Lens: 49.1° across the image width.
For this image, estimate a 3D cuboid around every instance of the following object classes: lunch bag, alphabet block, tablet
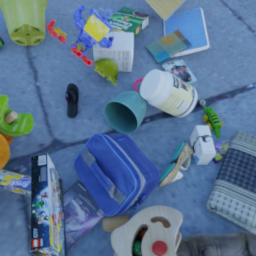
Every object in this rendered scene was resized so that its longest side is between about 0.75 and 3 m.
[{"bbox_3d":[-0.319,1.179,7.021,1.371,1.408,2.072,3,38,-53],"label":"lunch bag"},{"bbox_3d":[1.429,-5.521,11.319,1.542,1.514,1.506,39,21,-20],"label":"alphabet block"},{"bbox_3d":[2.284,-3.878,11.340,1.670,0.175,2.567,-9,53,17],"label":"tablet"}]

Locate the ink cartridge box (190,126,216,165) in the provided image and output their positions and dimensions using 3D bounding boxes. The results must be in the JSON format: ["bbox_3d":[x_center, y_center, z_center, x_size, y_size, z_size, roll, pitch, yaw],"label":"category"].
[{"bbox_3d":[2.154,0.507,8.179,0.401,0.694,0.957,2,54,-7],"label":"ink cartridge box"}]

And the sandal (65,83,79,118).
[{"bbox_3d":[-1.867,-0.942,9.214,0.465,0.296,1.238,-14,70,22],"label":"sandal"}]

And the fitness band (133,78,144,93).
[{"bbox_3d":[0.528,-1.362,9.732,0.615,0.160,0.856,-19,59,0],"label":"fitness band"}]

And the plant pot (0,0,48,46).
[{"bbox_3d":[-4.039,-4.297,10.957,1.967,1.967,1.809,-11,72,-8],"label":"plant pot"}]

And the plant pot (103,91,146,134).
[{"bbox_3d":[-0.005,-0.575,8.717,1.214,1.214,0.974,25,48,16],"label":"plant pot"}]

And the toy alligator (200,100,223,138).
[{"bbox_3d":[2.660,-0.420,9.015,0.467,0.427,1.575,-9,56,-6],"label":"toy alligator"}]

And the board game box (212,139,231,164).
[{"bbox_3d":[2.835,0.699,8.428,0.855,0.138,0.513,-21,62,-14],"label":"board game box"}]

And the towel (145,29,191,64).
[{"bbox_3d":[1.553,-3.164,10.868,1.479,0.160,1.084,-28,58,0],"label":"towel"}]

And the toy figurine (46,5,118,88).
[{"bbox_3d":[-0.934,-2.923,9.038,1.745,2.912,1.536,-49,25,12],"label":"toy figurine"}]

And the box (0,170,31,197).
[{"bbox_3d":[-3.056,1.521,7.682,1.223,0.393,0.429,13,56,8],"label":"box"}]

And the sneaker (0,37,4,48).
[{"bbox_3d":[-5.826,-3.386,10.939,1.745,0.681,0.743,12,56,8],"label":"sneaker"}]

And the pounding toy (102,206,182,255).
[{"bbox_3d":[0.563,2.862,5.976,1.629,1.634,2.848,-14,34,-14],"label":"pounding toy"}]

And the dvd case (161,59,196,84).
[{"bbox_3d":[1.847,-2.028,10.312,0.877,0.132,1.201,-18,58,-12],"label":"dvd case"}]

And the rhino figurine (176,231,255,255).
[{"bbox_3d":[1.896,2.931,6.390,2.741,0.820,1.199,0,31,1],"label":"rhino figurine"}]

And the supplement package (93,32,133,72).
[{"bbox_3d":[-0.513,-2.802,10.309,1.358,1.023,1.031,3,54,3],"label":"supplement package"}]

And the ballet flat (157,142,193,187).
[{"bbox_3d":[1.393,1.111,7.907,0.526,0.568,1.611,40,65,-4],"label":"ballet flat"}]

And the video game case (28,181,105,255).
[{"bbox_3d":[-1.512,2.345,7.251,1.235,0.164,1.728,36,62,23],"label":"video game case"}]

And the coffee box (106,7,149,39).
[{"bbox_3d":[-0.150,-4.186,11.451,1.326,0.474,2.156,25,50,16],"label":"coffee box"}]

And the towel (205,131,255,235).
[{"bbox_3d":[3.913,1.652,7.551,2.928,0.506,2.819,23,57,17],"label":"towel"}]

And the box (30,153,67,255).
[{"bbox_3d":[-1.849,1.905,6.539,0.410,1.486,2.175,-10,53,-5],"label":"box"}]

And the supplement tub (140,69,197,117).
[{"bbox_3d":[1.248,-1.066,8.696,1.529,1.108,1.108,22,48,-31],"label":"supplement tub"}]

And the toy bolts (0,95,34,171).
[{"bbox_3d":[-4.284,0.028,7.068,1.916,2.763,2.639,-28,35,24],"label":"toy bolts"}]
